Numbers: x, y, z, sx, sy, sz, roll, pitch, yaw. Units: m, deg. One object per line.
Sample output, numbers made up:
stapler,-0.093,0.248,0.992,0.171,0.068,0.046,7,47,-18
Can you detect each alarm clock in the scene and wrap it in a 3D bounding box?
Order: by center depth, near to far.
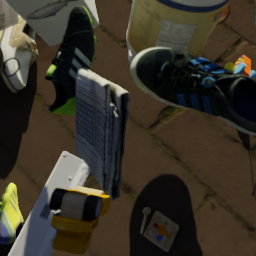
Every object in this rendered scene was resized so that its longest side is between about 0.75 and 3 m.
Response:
alarm clock,-2.869,-1.191,5.171,0.718,2.156,1.455,32,110,21

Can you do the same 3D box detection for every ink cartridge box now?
ink cartridge box,-3.106,-2.538,5.765,0.683,1.172,1.619,32,48,9

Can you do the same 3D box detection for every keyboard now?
keyboard,-1.456,1.611,5.267,0.669,0.127,2.377,28,65,-9

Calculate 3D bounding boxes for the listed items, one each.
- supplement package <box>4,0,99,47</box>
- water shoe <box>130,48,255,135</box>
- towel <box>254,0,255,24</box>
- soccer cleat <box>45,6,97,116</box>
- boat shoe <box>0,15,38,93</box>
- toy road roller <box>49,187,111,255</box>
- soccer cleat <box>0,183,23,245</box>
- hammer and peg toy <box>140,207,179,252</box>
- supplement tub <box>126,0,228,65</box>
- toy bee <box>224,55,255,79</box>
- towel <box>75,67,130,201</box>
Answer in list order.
supplement package,-1.426,-2.506,4.681,1.116,1.909,1.120,-20,65,13
water shoe,1.241,-0.647,4.110,2.458,0.970,0.879,21,84,-1
towel,3.520,-3.218,6.056,0.236,2.172,1.592,-36,39,-26
soccer cleat,-0.747,-0.839,3.607,0.571,1.409,0.476,-7,20,-41
boat shoe,-3.174,-2.325,8.172,0.947,1.034,2.768,-14,65,0
toy road roller,-0.656,1.193,3.699,0.621,1.010,0.738,9,82,9
soccer cleat,-2.737,1.997,6.564,0.575,0.445,1.375,14,57,-27
hammer and peg toy,0.538,1.913,5.353,0.785,0.277,0.578,34,58,1
supplement tub,0.947,-2.360,6.073,1.843,2.552,1.843,4,60,-7
toy bee,3.113,-1.442,7.968,0.979,0.813,1.496,46,40,2
towel,-0.383,0.002,3.156,0.217,1.208,1.255,-5,22,-28
